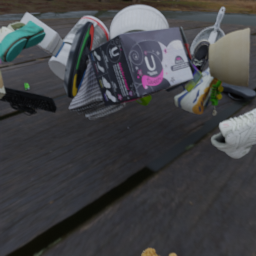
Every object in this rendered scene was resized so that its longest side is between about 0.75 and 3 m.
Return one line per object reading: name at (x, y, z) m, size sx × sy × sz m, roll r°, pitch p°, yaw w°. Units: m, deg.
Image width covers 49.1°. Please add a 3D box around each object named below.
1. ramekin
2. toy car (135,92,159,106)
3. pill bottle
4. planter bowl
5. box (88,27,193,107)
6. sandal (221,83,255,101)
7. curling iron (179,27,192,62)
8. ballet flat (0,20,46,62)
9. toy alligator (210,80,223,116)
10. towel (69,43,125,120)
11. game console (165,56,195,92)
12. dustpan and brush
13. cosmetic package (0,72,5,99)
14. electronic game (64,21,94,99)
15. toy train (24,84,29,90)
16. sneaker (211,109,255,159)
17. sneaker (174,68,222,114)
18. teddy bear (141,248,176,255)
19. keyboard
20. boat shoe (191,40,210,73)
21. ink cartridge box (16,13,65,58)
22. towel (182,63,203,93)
ramekin at (0.483, -3.914, 12.724) m, size 2.771 × 2.771 × 1.454 m, roll 2°, pitch 51°, yaw 4°
toy car at (0.736, -2.192, 9.689) m, size 1.903 × 2.412 × 1.982 m, roll 37°, pitch 77°, yaw -3°
pill bottle at (-2.131, -3.416, 12.301) m, size 1.574 × 1.574 × 2.764 m, roll 17°, pitch 63°, yaw 28°
planter bowl at (3.157, -2.150, 8.769) m, size 1.165 × 1.730 × 1.730 m, roll 2°, pitch 28°, yaw 22°
box at (0.412, -1.605, 7.325) m, size 2.311 × 1.527 × 1.326 m, roll -23°, pitch 7°, yaw -40°
sandal at (5.593, -1.823, 14.571) m, size 1.015 × 0.572 × 2.671 m, roll -1°, pitch 19°, yaw -16°
curling iron at (2.345, -3.399, 11.596) m, size 0.372 × 1.501 × 0.192 m, roll -10°, pitch 18°, yaw 20°
ballet flat at (-3.075, -2.440, 7.675) m, size 0.780 × 0.746 × 2.215 m, roll 35°, pitch 32°, yaw -10°
toy alligator at (3.035, -1.073, 9.884) m, size 0.352 × 1.297 × 0.384 m, roll 4°, pitch 10°, yaw -26°
towel at (-0.913, -1.396, 8.619) m, size 0.983 × 1.902 × 2.297 m, roll 13°, pitch -15°, yaw -33°
game console at (1.357, -1.799, 8.498) m, size 0.633 × 0.914 × 1.071 m, roll -15°, pitch 65°, yaw -29°
dustpan and brush at (3.642, -3.971, 11.907) m, size 1.494 × 2.141 × 0.613 m, roll 22°, pitch 18°, yaw 13°
cosmetic package at (-3.819, -1.266, 7.864) m, size 0.354 × 0.524 × 0.997 m, roll 10°, pitch 51°, yaw -54°
electronic game at (-1.239, -1.756, 7.359) m, size 0.422 × 2.027 × 2.027 m, roll 16°, pitch 30°, yaw -4°
toy train at (-5.672, -2.307, 15.696) m, size 0.228 × 0.169 × 0.810 m, roll -1°, pitch 28°, yaw -24°
sneaker at (2.528, 0.025, 6.167) m, size 0.924 × 1.859 × 0.724 m, roll 17°, pitch 47°, yaw -14°
sneaker at (2.746, -1.727, 10.635) m, size 1.217 × 1.039 × 2.761 m, roll 19°, pitch 54°, yaw 35°
teddy bear at (0.768, 3.088, 5.810) m, size 1.069 × 0.492 × 1.474 m, roll -20°, pitch 35°, yaw -27°
keyboard at (-3.626, -0.811, 9.629) m, size 2.402 × 1.250 × 0.476 m, roll 13°, pitch 65°, yaw 9°
boat shoe at (2.930, -2.672, 11.586) m, size 0.720 × 1.982 × 0.621 m, roll 14°, pitch 52°, yaw 2°
ink cartridge box at (-2.976, -3.148, 9.725) m, size 1.189 × 0.692 × 1.644 m, roll 33°, pitch 2°, yaw -6°
towel at (1.777, -1.652, 8.633) m, size 0.114 × 0.721 × 1.004 m, roll 1°, pitch 45°, yaw -47°
